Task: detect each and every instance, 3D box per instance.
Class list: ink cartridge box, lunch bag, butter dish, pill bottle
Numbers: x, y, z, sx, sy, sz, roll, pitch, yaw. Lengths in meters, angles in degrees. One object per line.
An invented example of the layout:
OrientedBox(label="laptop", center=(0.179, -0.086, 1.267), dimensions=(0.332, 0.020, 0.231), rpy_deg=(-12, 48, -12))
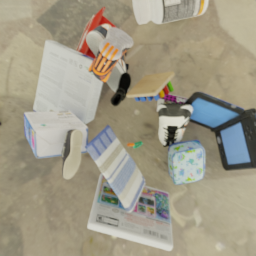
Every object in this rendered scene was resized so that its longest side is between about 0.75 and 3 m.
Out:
OrientedBox(label="ink cartridge box", center=(-2.233, 0.054, 8.364), dimensions=(1.477, 2.165, 0.826), rpy_deg=(-4, 112, -28))
OrientedBox(label="lunch bag", center=(1.949, 1.153, 9.296), dimensions=(1.192, 1.483, 0.611), rpy_deg=(-12, 32, -4))
OrientedBox(label="butter dish", center=(-1.007, -3.143, 10.707), dimensions=(1.559, 2.103, 2.109), rpy_deg=(22, 86, -21))
OrientedBox(label="ink cartridge box", center=(-2.134, -1.337, 9.756), dimensions=(2.709, 0.551, 2.715), rpy_deg=(30, 113, 29))
OrientedBox(label="pill bottle", center=(1.683, -5.214, 11.490), dimensions=(2.815, 1.638, 1.638), rpy_deg=(-14, 71, -6))

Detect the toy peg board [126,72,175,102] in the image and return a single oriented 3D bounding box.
OrientedBox(label="toy peg board", center=(0.733, -1.085, 8.221), dimensions=(1.103, 0.540, 1.098), rpy_deg=(2, 41, 45))

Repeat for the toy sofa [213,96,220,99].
OrientedBox(label="toy sofa", center=(3.433, -0.437, 10.061), dimensions=(1.512, 0.738, 0.626), rpy_deg=(42, 89, -7))

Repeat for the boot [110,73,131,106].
OrientedBox(label="boot", center=(-0.229, -1.245, 9.093), dimensions=(0.388, 0.772, 1.032), rpy_deg=(16, 112, 12))

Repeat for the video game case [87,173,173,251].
OrientedBox(label="video game case", center=(0.137, 2.445, 8.486), dimensions=(2.411, 0.286, 2.195), rpy_deg=(17, 28, -5))

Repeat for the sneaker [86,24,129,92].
OrientedBox(label="sneaker", center=(-0.445, -2.346, 9.655), dimensions=(0.978, 2.494, 0.990), rpy_deg=(8, 48, 38))

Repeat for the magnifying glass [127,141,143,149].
OrientedBox(label="magnifying glass", center=(0.220, 0.594, 9.762), dimensions=(0.369, 0.928, 0.104), rpy_deg=(-37, 70, 21))

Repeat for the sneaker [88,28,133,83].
OrientedBox(label="sneaker", center=(-0.607, -2.142, 8.289), dimensions=(0.846, 1.222, 2.181), rpy_deg=(36, 36, -5))

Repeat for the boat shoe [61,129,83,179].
OrientedBox(label="boat shoe", center=(-1.514, 0.670, 7.302), dimensions=(0.408, 0.473, 1.301), rpy_deg=(11, 90, 40))

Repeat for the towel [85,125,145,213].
OrientedBox(label="towel", center=(-0.317, 1.174, 8.384), dimensions=(0.278, 1.713, 2.333), rpy_deg=(-28, 101, 26))

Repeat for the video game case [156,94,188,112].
OrientedBox(label="video game case", center=(1.827, -0.727, 9.903), dimensions=(1.622, 1.470, 0.290), rpy_deg=(15, 78, 7))

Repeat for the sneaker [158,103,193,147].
OrientedBox(label="sneaker", center=(1.466, -0.026, 8.998), dimensions=(1.054, 2.860, 1.144), rpy_deg=(5, 78, 11))

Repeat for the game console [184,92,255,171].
OrientedBox(label="game console", center=(2.693, 0.244, 8.732), dimensions=(1.618, 2.735, 2.334), rpy_deg=(-9, 80, -4))
